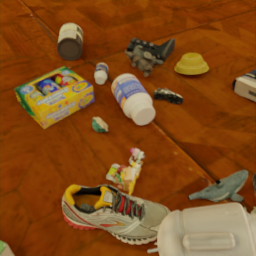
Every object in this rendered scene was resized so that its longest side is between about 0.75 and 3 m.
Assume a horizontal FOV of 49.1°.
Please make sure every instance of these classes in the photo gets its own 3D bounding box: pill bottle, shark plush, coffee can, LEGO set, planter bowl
[{"bbox_3d":[0.210,-1.043,10.476,1.123,1.123,2.004,-15,46,-15],"label":"pill bottle"},{"bbox_3d":[2.514,1.646,7.991,1.814,0.755,0.824,-5,45,-5],"label":"shark plush"},{"bbox_3d":[-2.809,-4.199,13.639,1.170,1.170,1.598,-4,45,-4],"label":"coffee can"},{"bbox_3d":[-0.182,1.253,7.827,0.866,1.071,2.327,18,10,8],"label":"LEGO set"},{"bbox_3d":[2.841,-2.955,12.537,1.515,0.631,1.515,-4,31,2],"label":"planter bowl"},{"bbox_3d":[-1.181,-2.346,12.212,0.548,0.548,0.988,1,45,1],"label":"pill bottle"}]

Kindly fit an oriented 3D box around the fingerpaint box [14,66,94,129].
[{"bbox_3d":[-2.833,-1.280,10.882,2.334,0.856,1.947,-33,53,-28],"label":"fingerpaint box"}]

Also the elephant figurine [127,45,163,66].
[{"bbox_3d":[0.812,-3.122,12.845,1.364,0.965,1.059,32,80,9],"label":"elephant figurine"}]

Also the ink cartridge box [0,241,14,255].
[{"bbox_3d":[-4.184,3.124,6.227,2.574,1.126,1.870,17,46,15],"label":"ink cartridge box"}]

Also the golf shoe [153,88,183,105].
[{"bbox_3d":[1.652,-1.342,11.239,1.261,0.490,0.596,18,47,16],"label":"golf shoe"}]

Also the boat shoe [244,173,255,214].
[{"bbox_3d":[3.554,2.351,6.995,0.840,1.018,2.718,-4,63,0],"label":"boat shoe"}]

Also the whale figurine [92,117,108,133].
[{"bbox_3d":[-1.026,-0.059,9.766,0.680,0.854,0.443,44,92,-7],"label":"whale figurine"}]

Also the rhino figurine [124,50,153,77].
[{"bbox_3d":[0.411,-2.811,11.953,1.585,0.474,0.693,43,28,10],"label":"rhino figurine"}]

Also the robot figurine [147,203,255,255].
[{"bbox_3d":[1.768,2.476,6.104,2.600,2.205,1.468,-11,62,12],"label":"robot figurine"}]

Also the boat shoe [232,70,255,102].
[{"bbox_3d":[5.559,-1.456,10.940,1.257,1.012,2.710,-33,52,-19],"label":"boat shoe"}]

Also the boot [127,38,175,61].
[{"bbox_3d":[1.156,-4.093,13.978,2.025,0.665,1.669,16,45,22],"label":"boot"}]

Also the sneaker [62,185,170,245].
[{"bbox_3d":[-0.336,2.148,7.165,2.923,1.201,1.138,6,45,5],"label":"sneaker"}]
